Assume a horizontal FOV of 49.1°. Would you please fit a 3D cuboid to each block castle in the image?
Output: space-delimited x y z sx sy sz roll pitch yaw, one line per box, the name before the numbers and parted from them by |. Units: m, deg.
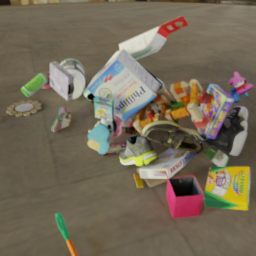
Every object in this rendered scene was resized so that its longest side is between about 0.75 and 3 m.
block castle | 1.448 -0.473 9.201 2.350 1.102 1.570 -18 40 33

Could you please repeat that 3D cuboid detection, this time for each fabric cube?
fabric cube | 1.575 1.933 7.915 0.807 0.820 0.823 -5 33 -6

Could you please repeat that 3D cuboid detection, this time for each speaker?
speaker | -2.894 -1.326 8.678 0.365 0.365 0.825 29 66 38

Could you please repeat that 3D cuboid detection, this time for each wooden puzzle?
wooden puzzle | 0.812 1.538 9.207 1.404 0.164 0.947 -12 38 -18

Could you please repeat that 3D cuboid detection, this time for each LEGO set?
LEGO set | 3.581 -1.309 11.029 0.994 2.605 1.069 -1 64 -48

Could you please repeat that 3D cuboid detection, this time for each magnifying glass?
magnifying glass | -1.436 2.512 6.531 0.129 0.458 1.152 -16 57 -29

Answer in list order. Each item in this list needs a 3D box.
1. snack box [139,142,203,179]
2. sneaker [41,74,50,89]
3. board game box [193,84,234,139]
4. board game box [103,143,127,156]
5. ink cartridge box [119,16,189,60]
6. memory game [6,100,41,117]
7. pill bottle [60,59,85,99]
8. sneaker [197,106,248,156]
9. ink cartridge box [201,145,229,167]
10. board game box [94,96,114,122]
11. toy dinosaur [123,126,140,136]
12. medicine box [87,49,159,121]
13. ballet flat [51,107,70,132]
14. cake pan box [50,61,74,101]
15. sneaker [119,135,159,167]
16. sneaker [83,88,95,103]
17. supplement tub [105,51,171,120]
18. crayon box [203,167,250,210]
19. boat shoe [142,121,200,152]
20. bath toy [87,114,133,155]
snack box | 1.485 0.989 9.087 0.980 0.331 2.727 -7 10 37
sneaker | -4.506 -2.659 15.641 0.937 0.776 1.964 -3 23 39
board game box | 2.765 -0.545 9.177 0.336 1.501 1.009 6 30 -20
board game box | -0.466 0.784 10.430 0.982 0.159 0.589 -4 29 -7
ink cartridge box | 1.291 -3.917 12.598 2.919 0.731 2.349 -16 5 21
memory game | -4.902 -0.933 13.242 1.596 0.102 1.596 0 31 0
pill bottle | -2.981 -2.550 14.593 1.427 1.427 2.523 -5 32 -8
sneaker | 3.492 -0.161 10.487 1.652 1.096 2.903 16 34 13
ink cartridge box | 3.021 0.959 9.708 0.874 0.210 0.636 41 39 8
board game box | -0.749 -0.596 8.779 0.586 0.776 0.182 14 46 11
toy dinosaur | 0.504 0.110 10.661 1.404 0.717 0.953 -17 1 -43
medicine box | -0.142 -1.356 9.141 1.709 1.556 0.879 41 34 -18
ballet flat | -2.782 -0.347 11.948 0.603 0.586 1.696 17 30 -10
cake pan box | -2.749 -1.918 11.582 1.301 1.198 0.340 39 51 24
sneaker | 0.252 0.689 9.148 0.837 0.917 2.265 -17 1 -24
sneaker | -1.313 -1.765 14.031 1.809 0.666 1.067 -17 29 -8
supplement tub | 0.285 -1.709 11.799 2.903 1.779 1.779 34 26 -19
crayon box | 2.640 1.556 7.425 1.054 0.356 1.221 -5 35 30
boat shoe | 1.391 0.297 8.382 2.023 0.741 0.656 8 42 -26
bath toy | -0.579 -0.011 10.702 1.010 1.188 2.732 47 30 -3
